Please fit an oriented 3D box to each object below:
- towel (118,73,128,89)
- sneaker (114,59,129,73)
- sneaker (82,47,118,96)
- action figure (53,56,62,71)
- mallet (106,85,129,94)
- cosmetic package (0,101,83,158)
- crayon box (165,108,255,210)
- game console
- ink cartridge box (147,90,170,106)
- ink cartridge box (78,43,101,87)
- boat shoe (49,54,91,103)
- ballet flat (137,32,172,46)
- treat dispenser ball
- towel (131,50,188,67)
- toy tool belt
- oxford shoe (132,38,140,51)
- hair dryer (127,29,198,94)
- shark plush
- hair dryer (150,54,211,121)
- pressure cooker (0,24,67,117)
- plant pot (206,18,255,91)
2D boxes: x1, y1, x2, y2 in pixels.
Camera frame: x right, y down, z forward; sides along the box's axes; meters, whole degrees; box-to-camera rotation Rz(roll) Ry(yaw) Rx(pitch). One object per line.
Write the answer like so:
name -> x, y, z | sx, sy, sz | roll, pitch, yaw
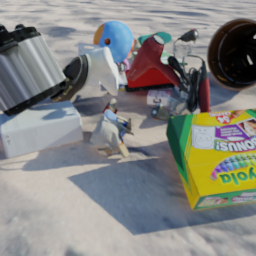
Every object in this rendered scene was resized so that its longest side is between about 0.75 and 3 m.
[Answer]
towel -> 0.201, -2.198, 12.485 | 2.263, 0.269, 1.662 | -6, 31, -9
sneaker -> -1.026, -2.877, 13.016 | 2.081, 0.822, 0.993 | 13, 38, 35
sneaker -> -0.981, -2.006, 10.188 | 1.062, 2.399, 0.903 | -4, 62, 10
action figure -> -4.304, -2.510, 12.572 | 2.202, 1.640, 1.475 | -39, 6, -27
mallet -> -0.406, -1.572, 11.529 | 1.001, 0.206, 0.330 | -10, 46, -9
cosmetic package -> -2.590, -0.025, 8.380 | 2.213, 0.898, 1.249 | -11, 34, -20
crayon box -> 2.528, 0.641, 6.868 | 2.673, 0.779, 2.306 | -6, 48, -9
game console -> 0.874, -2.039, 10.820 | 1.795, 1.065, 1.547 | -5, 27, 9
ink cartridge box -> 1.166, -1.152, 10.705 | 0.819, 0.345, 0.593 | 6, 32, 10
ink cartridge box -> -1.478, -2.446, 10.802 | 0.890, 1.634, 0.411 | 8, 28, 5
boat shoe -> -1.981, -1.569, 9.425 | 0.760, 2.523, 0.899 | -5, 67, -32
ballet flat -> 1.566, -5.577, 17.488 | 2.368, 0.797, 0.833 | -16, 28, -24
treat dispenser ball -> -0.574, -3.345, 10.954 | 1.597, 1.597, 1.597 | 0, 32, 0
towel -> 1.493, -3.556, 14.415 | 2.128, 0.326, 2.790 | -8, 27, -14
toy tool belt -> -0.352, 0.067, 8.268 | 1.143, 1.162, 1.861 | 31, 34, -11
oxford shoe -> 0.411, -4.970, 16.685 | 0.542, 0.566, 1.533 | -11, 33, -17
hair dryer -> 1.040, -1.905, 8.796 | 2.598, 1.979, 0.706 | 0, 18, 33
shark plush -> 1.950, -1.040, 10.102 | 0.858, 0.787, 1.889 | 4, 32, 6
hair dryer -> 2.236, -0.545, 8.055 | 2.849, 2.170, 0.774 | 30, 8, -28
pressure cooker -> -2.998, -1.689, 7.594 | 2.005, 2.279, 2.036 | -16, 19, 31
plant pot -> 5.356, -3.219, 12.019 | 2.775, 2.803, 2.803 | -18, 36, -39
